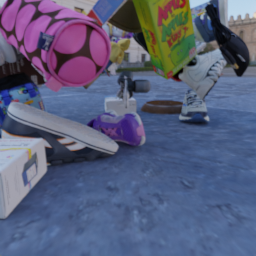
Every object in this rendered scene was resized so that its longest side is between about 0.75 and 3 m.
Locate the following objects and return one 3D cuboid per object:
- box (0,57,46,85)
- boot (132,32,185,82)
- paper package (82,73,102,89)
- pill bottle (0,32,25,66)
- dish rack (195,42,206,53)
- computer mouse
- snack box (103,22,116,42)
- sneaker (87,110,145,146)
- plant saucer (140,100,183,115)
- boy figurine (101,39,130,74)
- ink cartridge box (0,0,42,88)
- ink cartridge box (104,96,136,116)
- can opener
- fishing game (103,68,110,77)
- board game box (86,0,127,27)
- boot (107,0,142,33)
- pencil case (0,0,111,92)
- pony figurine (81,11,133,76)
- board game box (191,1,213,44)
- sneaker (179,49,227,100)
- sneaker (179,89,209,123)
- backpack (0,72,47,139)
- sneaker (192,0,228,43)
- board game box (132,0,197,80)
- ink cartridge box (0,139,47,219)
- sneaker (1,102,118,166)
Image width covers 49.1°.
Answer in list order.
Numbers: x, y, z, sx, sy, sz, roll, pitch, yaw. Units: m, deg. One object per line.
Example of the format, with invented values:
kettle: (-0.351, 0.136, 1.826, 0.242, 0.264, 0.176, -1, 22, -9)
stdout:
box: (-2.758, -2.061, 8.510, 2.699, 1.351, 1.011, -11, 32, -21)
boot: (1.539, -3.397, 12.793, 2.872, 1.037, 2.169, 24, 31, -46)
paper package: (-1.896, -2.992, 12.700, 1.814, 1.729, 0.938, -47, 2, -11)
pill bottle: (-2.837, -2.307, 7.107, 1.844, 1.049, 1.049, -37, 30, -25)
dish rack: (2.089, -2.790, 10.354, 1.477, 0.321, 1.267, 2, 34, 43)
computer mouse: (2.711, -1.972, 7.077, 0.539, 2.343, 1.645, -24, 44, 27)
snack box: (-0.989, -4.469, 13.194, 0.883, 1.521, 0.282, -5, 9, -38)
sneaker: (-0.446, 0.066, 8.017, 1.061, 0.966, 2.401, -15, 15, -29)
plant saucer: (1.794, -1.055, 13.762, 2.375, 0.409, 2.375, 0, 12, 0)
boy figurine: (-0.510, -2.439, 9.135, 1.393, 0.866, 0.449, -44, -2, 1)
ink cartridge box: (-3.494, -2.878, 9.574, 2.770, 1.734, 1.780, 28, 24, -40)
ink cartridge box: (-0.385, -0.996, 12.654, 1.293, 0.758, 1.766, -2, 14, -7)
can opener: (0.064, -0.933, 6.485, 0.733, 0.581, 2.206, -1, 17, -3)
fishing game: (-0.850, -1.835, 8.125, 0.153, 0.706, 0.986, -34, 41, -3)
board game box: (-0.072, -2.970, 5.955, 1.435, 0.378, 1.875, -23, 29, 54)
boot: (0.329, -3.690, 8.811, 2.689, 1.031, 2.088, 2, 29, -10)
pencil case: (-1.660, -1.825, 5.575, 1.331, 1.374, 2.933, 27, 9, -46)
pony figurine: (-0.951, -3.301, 10.740, 2.164, 2.089, 1.802, 18, 1, 13)
board game box: (2.408, -3.963, 11.381, 2.306, 1.561, 0.397, -17, -15, 14)
sneaker: (2.614, -2.110, 9.396, 1.155, 1.071, 2.849, 33, 44, 8)
sneaker: (2.675, -0.993, 11.543, 1.144, 1.265, 2.970, 1, 14, 7)
backpack: (-3.234, -0.233, 7.100, 2.107, 1.924, 1.418, -21, 37, -27)
sneaker: (2.325, -3.425, 8.433, 1.229, 1.679, 0.676, 2, 29, 29)
board game box: (1.068, -2.620, 7.439, 1.264, 2.489, 0.593, -41, 52, -11)
ink cartridge box: (-2.404, 0.781, 4.976, 1.323, 0.796, 1.820, 0, 12, 4)
sneaker: (-1.591, 0.347, 6.639, 2.701, 1.072, 1.059, 21, 10, -25)
